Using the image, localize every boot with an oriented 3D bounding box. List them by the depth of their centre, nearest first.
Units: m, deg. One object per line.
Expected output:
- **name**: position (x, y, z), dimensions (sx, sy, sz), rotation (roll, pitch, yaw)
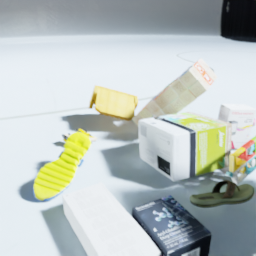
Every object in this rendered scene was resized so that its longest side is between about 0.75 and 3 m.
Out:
- **boot**: position (3.298, 0.983, 8.072), dimensions (1.098, 0.386, 0.786), rotation (2, 36, -36)

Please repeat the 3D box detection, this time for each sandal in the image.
- **sandal**: position (2.137, 1.424, 6.251), dimensions (1.621, 0.463, 0.644), rotation (-4, 2, -21)
- **sandal**: position (-1.660, 1.086, 7.270), dimensions (0.822, 0.900, 2.068), rotation (32, 49, 5)

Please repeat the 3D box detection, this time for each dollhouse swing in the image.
- **dollhouse swing**: position (-0.627, -0.630, 10.830), dimensions (1.742, 1.583, 1.531), rotation (13, 54, -13)

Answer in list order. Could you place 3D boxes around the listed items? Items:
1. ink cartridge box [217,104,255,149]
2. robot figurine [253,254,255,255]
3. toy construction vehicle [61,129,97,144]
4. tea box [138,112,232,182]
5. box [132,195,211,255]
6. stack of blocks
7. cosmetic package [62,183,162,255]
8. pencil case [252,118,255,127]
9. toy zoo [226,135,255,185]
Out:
- **ink cartridge box**: position (3.380, -0.036, 8.948), dimensions (0.993, 1.346, 0.576), rotation (-1, 22, -14)
- **robot figurine**: position (1.957, 2.510, 3.059), dimensions (1.443, 1.737, 2.312), rotation (-20, 21, 13)
- **toy construction vehicle**: position (-1.652, 0.401, 9.391), dimensions (0.970, 0.392, 1.114), rotation (-11, 23, -41)
- **tea box**: position (1.536, 0.411, 7.888), dimensions (1.868, 1.269, 1.899), rotation (-9, 17, -23)
- **box**: position (0.761, 1.984, 5.265), dimensions (0.939, 0.677, 1.265), rotation (-12, 25, -25)
- **stack of blocks**: position (1.567, -1.061, 9.497), dimensions (0.834, 2.847, 1.639), rotation (47, 43, -3)
- **cosmetic package**: position (-0.431, 1.972, 5.365), dimensions (0.955, 0.586, 2.314), rotation (-12, 26, -28)
- **pencil case**: position (4.445, -0.287, 10.518), dimensions (0.947, 0.410, 0.392), rotation (10, 6, -43)
- **toy zoo**: position (2.899, 0.818, 6.935), dimensions (1.326, 0.870, 0.136), rotation (-29, 29, -24)
